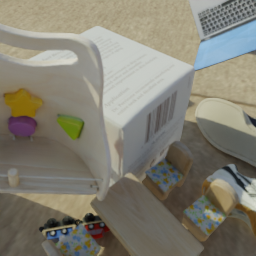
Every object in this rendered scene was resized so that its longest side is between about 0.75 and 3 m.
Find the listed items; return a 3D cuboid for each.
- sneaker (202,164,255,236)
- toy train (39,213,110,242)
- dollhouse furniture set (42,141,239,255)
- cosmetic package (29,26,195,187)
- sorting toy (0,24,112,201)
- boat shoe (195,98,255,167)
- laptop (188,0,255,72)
[{"bbox_3d":[2.545,1.450,5.163,0.993,0.857,2.266,-34,55,-29],"label":"sneaker"},{"bbox_3d":[-0.600,1.817,5.184,2.029,0.346,0.465,-6,58,-7],"label":"toy train"},{"bbox_3d":[0.723,1.746,3.876,2.753,1.950,2.997,-33,60,-27],"label":"dollhouse furniture set"},{"bbox_3d":[-0.411,-0.440,6.051,2.669,2.220,2.234,32,54,27],"label":"cosmetic package"},{"bbox_3d":[-1.384,-0.208,3.653,2.625,2.363,1.403,6,45,-18],"label":"sorting toy"},{"bbox_3d":[2.810,0.285,6.525,0.919,1.065,2.931,18,18,-48],"label":"boat shoe"},{"bbox_3d":[1.899,-2.180,5.543,1.527,1.631,0.945,-13,8,41],"label":"laptop"}]
